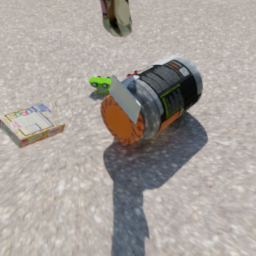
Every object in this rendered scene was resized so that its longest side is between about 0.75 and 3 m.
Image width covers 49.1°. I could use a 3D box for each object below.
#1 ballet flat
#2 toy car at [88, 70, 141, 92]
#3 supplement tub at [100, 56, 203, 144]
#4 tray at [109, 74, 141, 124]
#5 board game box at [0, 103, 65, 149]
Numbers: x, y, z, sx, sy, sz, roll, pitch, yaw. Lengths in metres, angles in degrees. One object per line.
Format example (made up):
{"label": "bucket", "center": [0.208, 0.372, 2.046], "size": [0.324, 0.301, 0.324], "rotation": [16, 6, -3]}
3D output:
{"label": "ballet flat", "center": [-0.230, -2.793, 6.983], "size": [0.804, 2.327, 0.828], "rotation": [-31, 76, -3]}
{"label": "toy car", "center": [-0.420, -1.518, 10.255], "size": [2.065, 0.489, 2.194], "rotation": [8, 39, 10]}
{"label": "supplement tub", "center": [0.731, -0.867, 8.387], "size": [1.836, 1.836, 2.997], "rotation": [30, 48, 32]}
{"label": "tray", "center": [-0.063, -0.706, 6.708], "size": [0.132, 0.639, 1.191], "rotation": [-24, 61, -26]}
{"label": "board game box", "center": [-1.840, -0.072, 5.361], "size": [0.755, 0.231, 0.996], "rotation": [39, 38, 23]}
